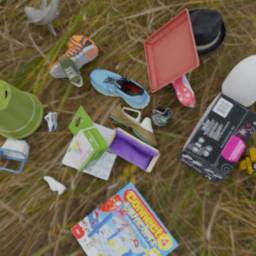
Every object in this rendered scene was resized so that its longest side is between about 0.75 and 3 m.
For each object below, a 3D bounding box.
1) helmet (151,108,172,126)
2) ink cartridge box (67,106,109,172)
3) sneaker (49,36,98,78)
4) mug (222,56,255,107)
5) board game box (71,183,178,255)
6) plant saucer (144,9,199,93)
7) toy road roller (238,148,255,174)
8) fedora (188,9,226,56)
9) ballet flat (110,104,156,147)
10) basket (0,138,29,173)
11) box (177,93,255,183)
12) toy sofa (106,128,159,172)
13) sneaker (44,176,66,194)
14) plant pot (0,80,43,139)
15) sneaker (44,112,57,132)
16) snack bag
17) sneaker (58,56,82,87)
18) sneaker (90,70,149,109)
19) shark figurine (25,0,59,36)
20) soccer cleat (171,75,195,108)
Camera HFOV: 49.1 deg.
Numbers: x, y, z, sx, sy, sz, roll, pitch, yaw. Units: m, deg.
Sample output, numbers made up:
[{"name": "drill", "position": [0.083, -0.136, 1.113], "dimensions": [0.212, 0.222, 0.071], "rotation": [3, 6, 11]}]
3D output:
[{"name": "helmet", "position": [1.339, -0.452, 11.506], "dimensions": [0.765, 0.802, 0.802], "rotation": [-36, 75, -26]}, {"name": "ink cartridge box", "position": [-1.801, 0.420, 10.631], "dimensions": [0.752, 1.468, 1.986], "rotation": [-20, 67, -44]}, {"name": "sneaker", "position": [-2.545, -3.201, 12.451], "dimensions": [2.336, 0.906, 1.309], "rotation": [-31, 59, -3]}, {"name": "mug", "position": [5.111, -1.856, 11.266], "dimensions": [2.046, 1.794, 1.510], "rotation": [24, 60, 5]}, {"name": "board game box", "position": [-0.144, 3.916, 10.105], "dimensions": [2.713, 0.774, 2.770], "rotation": [-37, 76, -10]}, {"name": "plant saucer", "position": [1.827, -3.106, 11.756], "dimensions": [0.482, 2.619, 2.624], "rotation": [8, 67, -38]}, {"name": "toy road roller", "position": [4.718, 1.317, 11.057], "dimensions": [0.726, 0.611, 0.995], "rotation": [-7, 72, 10]}, {"name": "fedora", "position": [3.286, -4.503, 12.496], "dimensions": [2.529, 1.155, 2.529], "rotation": [0, 80, -2]}, {"name": "ballet flat", "position": [0.347, -0.214, 11.395], "dimensions": [2.354, 0.798, 0.851], "rotation": [37, 100, 16]}, {"name": "basket", "position": [-4.468, 1.100, 10.928], "dimensions": [1.102, 0.869, 1.250], "rotation": [13, 56, 7]}, {"name": "box", "position": [3.432, 0.424, 10.807], "dimensions": [1.847, 1.603, 2.795], "rotation": [33, 74, 12]}, {"name": "toy sofa", "position": [0.148, 0.881, 10.908], "dimensions": [2.030, 0.991, 0.841], "rotation": [30, 77, 5]}, {"name": "sneaker", "position": [-2.899, 2.215, 10.896], "dimensions": [0.968, 0.361, 0.421], "rotation": [31, 80, 10]}, {"name": "plant pot", "position": [-4.704, -0.849, 10.900], "dimensions": [2.132, 2.025, 2.132], "rotation": [-1, 72, 4]}, {"name": "sneaker", "position": [-3.232, -0.281, 11.659], "dimensions": [0.469, 0.328, 0.813], "rotation": [13, 99, 26]}, {"name": "snack bag", "position": [-1.374, 0.818, 11.396], "dimensions": [1.995, 0.226, 2.116], "rotation": [20, 73, 7]}, {"name": "sneaker", "position": [-2.299, -2.274, 11.600], "dimensions": [0.580, 1.729, 0.776], "rotation": [-25, 73, 2]}, {"name": "sneaker", "position": [-0.368, -1.858, 11.679], "dimensions": [2.764, 1.243, 1.083], "rotation": [25, 76, 13]}, {"name": "shark figurine", "position": [-3.685, -4.987, 11.988], "dimensions": [1.294, 3.101, 1.853], "rotation": [-38, 103, -37]}, {"name": "soccer cleat", "position": [2.320, -1.860, 12.085], "dimensions": [0.749, 0.858, 2.245], "rotation": [-28, 55, 24]}]
